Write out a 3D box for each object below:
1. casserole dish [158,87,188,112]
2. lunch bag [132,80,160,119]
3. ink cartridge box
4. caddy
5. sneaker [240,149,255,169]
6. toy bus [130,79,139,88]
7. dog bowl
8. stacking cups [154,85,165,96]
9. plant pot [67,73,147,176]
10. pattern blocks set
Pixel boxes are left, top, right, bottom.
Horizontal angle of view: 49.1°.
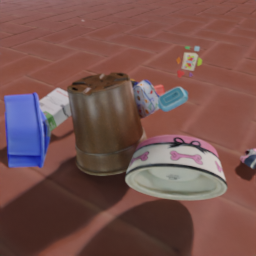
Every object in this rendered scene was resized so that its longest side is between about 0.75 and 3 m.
[{"bbox_3d":[1.289,-0.866,8.211,0.948,0.184,0.574,-28,60,7],"label":"casserole dish"},{"bbox_3d":[0.517,-0.992,9.674,0.549,1.453,1.165,-35,91,-27],"label":"lunch bag"},{"bbox_3d":[-3.005,-0.760,11.362,1.202,0.694,1.646,27,55,31],"label":"ink cartridge box"},{"bbox_3d":[-3.027,0.076,8.528,1.274,1.716,2.427,-4,58,-24],"label":"caddy"},{"bbox_3d":[4.632,0.879,10.173,0.608,0.520,1.482,32,46,31],"label":"sneaker"},{"bbox_3d":[0.080,-1.525,10.980,1.303,0.884,1.251,7,30,-42],"label":"toy bus"},{"bbox_3d":[1.310,1.150,7.815,2.736,2.736,1.009,5,61,6],"label":"dog bowl"},{"bbox_3d":[0.334,-1.325,11.962,2.449,0.741,0.741,-18,37,3],"label":"stacking cups"},{"bbox_3d":[-0.745,-0.303,9.456,2.728,2.701,2.728,-9,24,4],"label":"plant pot"},{"bbox_3d":[2.601,-2.811,11.920,1.140,1.297,0.105,-8,26,-9],"label":"pattern blocks set"}]
